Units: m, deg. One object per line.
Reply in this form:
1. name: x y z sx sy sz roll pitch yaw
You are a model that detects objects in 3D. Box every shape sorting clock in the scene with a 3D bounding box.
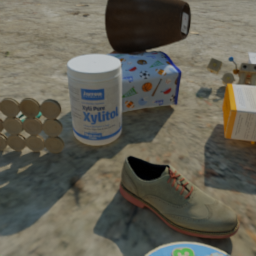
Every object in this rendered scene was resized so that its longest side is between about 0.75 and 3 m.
1. shape sorting clock: 1.149 2.901 4.296 2.590 0.508 2.590 0 34 0

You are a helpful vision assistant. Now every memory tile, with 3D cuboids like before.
1. memory tile: -2.871 -0.069 7.682 2.198 1.685 0.185 3 30 3

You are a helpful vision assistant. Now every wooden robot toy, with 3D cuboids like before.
1. wooden robot toy: 4.757 -2.082 11.605 2.953 1.301 1.340 11 0 17

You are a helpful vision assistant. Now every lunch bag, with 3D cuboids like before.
1. lunch bag: 0.358 -1.942 10.488 2.374 1.729 2.792 -9 43 -13

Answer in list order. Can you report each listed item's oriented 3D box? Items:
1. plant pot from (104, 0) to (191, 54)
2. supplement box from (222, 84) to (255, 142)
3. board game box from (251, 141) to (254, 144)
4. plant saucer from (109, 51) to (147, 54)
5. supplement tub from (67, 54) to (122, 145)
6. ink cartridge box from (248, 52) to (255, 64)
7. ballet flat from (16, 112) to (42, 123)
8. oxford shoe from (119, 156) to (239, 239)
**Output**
1. plant pot: 0.904 -4.011 10.593 2.665 2.491 2.491 11 35 26
2. supplement box: 4.315 -0.393 8.263 2.786 1.024 1.756 7 35 12
3. board game box: 4.579 -0.227 9.184 2.095 0.271 2.095 -3 34 -4
4. plant saucer: 0.064 -3.506 14.025 2.076 0.357 2.076 1 34 -1
5. supplement tub: -0.937 -0.799 8.191 1.527 2.314 1.527 0 34 0
6. ink cartridge box: 6.672 -3.065 13.303 1.824 0.408 1.607 8 35 10
7. ballet flat: -3.314 -0.445 9.281 0.502 0.525 1.492 9 34 18
8. oxford shoe: 0.997 1.428 6.012 2.782 1.040 0.980 17 37 23
